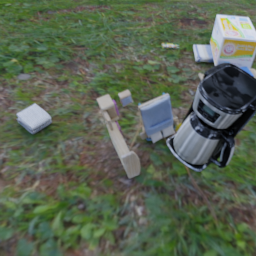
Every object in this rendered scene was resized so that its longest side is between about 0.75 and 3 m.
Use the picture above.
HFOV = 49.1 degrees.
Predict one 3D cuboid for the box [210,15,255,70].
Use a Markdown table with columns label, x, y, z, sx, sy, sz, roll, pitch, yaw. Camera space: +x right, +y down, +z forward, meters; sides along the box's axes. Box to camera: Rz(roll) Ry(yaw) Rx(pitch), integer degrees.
| label | x | y | z | sx | sy | sz | roll | pitch | yaw |
| --- | --- | --- | --- | --- | --- | --- | --- | --- | --- |
| box | 4.922 | -4.081 | 13.227 | 1.623 | 1.463 | 2.886 | 7 | 41 | 4 |

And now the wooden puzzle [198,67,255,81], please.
| label | x | y | z | sx | sy | sz | roll | pitch | yaw |
| --- | --- | --- | --- | --- | --- | --- | --- | --- | --- |
| wooden puzzle | 4.658 | -1.779 | 11.790 | 2.798 | 0.648 | 2.592 | -4 | 43 | -4 |

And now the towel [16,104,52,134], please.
| label | x | y | z | sx | sy | sz | roll | pitch | yaw |
| --- | --- | --- | --- | --- | --- | --- | --- | --- | --- |
| towel | -3.502 | -0.310 | 10.409 | 1.079 | 0.462 | 0.893 | 33 | 54 | 27 |

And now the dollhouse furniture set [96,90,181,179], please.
| label | x | y | z | sx | sy | sz | roll | pitch | yaw |
| --- | --- | --- | --- | --- | --- | --- | --- | --- | --- |
| dollhouse furniture set | 0.705 | -0.057 | 8.724 | 2.532 | 2.390 | 1.652 | -23 | 48 | -7 |

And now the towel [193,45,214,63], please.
| label | x | y | z | sx | sy | sz | roll | pitch | yaw |
| --- | --- | --- | --- | --- | --- | --- | --- | --- | --- |
| towel | 4.411 | -3.711 | 14.110 | 2.207 | 0.263 | 1.621 | 3 | 42 | 1 |

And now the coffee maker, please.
| label | x | y | z | sx | sy | sz | roll | pitch | yaw |
| --- | --- | --- | --- | --- | --- | --- | --- | --- | --- |
| coffee maker | 2.183 | -0.383 | 6.983 | 1.561 | 2.317 | 2.225 | 26 | 49 | 7 |

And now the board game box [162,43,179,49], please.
| label | x | y | z | sx | sy | sz | roll | pitch | yaw |
| --- | --- | --- | --- | --- | --- | --- | --- | --- | --- |
| board game box | 2.232 | -4.337 | 14.874 | 0.894 | 0.105 | 0.468 | 3 | 42 | 3 |
